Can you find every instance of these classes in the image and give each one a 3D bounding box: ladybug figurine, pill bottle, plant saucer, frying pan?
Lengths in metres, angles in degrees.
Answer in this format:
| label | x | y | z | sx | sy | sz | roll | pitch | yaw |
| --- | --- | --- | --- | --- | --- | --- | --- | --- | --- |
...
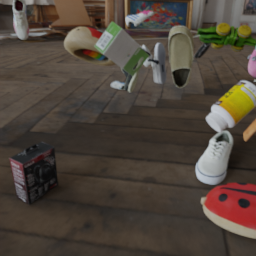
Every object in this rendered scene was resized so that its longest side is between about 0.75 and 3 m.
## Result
| label | x | y | z | sx | sy | sz | roll | pitch | yaw |
| --- | --- | --- | --- | --- | --- | --- | --- | --- | --- |
| ladybug figurine | 2.718 | 1.768 | 6.294 | 2.086 | 0.750 | 1.416 | 6 | 26 | 12 |
| pill bottle | 2.839 | -0.554 | 7.626 | 1.441 | 0.787 | 0.787 | -42 | 34 | -4 |
| plant saucer | 2.930 | -0.083 | 6.353 | 0.172 | 0.921 | 0.921 | 45 | 44 | 20 |
| frying pan | 3.456 | -3.685 | 12.422 | 0.262 | 1.608 | 0.973 | 45 | 56 | 12 |
| ladybug figurine | -1.165 | -2.849 | 9.831 | 1.545 | 0.819 | 2.276 | -2 | -12 | 41 |

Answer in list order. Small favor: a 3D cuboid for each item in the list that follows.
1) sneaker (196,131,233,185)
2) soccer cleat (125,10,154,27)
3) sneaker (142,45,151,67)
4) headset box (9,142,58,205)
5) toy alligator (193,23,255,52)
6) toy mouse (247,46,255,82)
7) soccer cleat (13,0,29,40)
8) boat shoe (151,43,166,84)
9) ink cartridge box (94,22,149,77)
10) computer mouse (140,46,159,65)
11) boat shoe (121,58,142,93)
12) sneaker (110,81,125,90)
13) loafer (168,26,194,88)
| label | x | y | z | sx | sy | sz | roll | pitch | yaw |
| --- | --- | --- | --- | --- | --- | --- | --- | --- | --- |
| sneaker | 2.572 | 0.778 | 8.319 | 0.870 | 0.843 | 2.381 | 11 | 27 | 22 |
| soccer cleat | 0.451 | -4.197 | 10.847 | 1.142 | 0.493 | 0.399 | -4 | 0 | 22 |
| sneaker | 0.768 | -3.328 | 13.052 | 0.570 | 0.987 | 0.364 | -32 | -15 | 29 |
| headset box | -2.356 | 1.072 | 7.089 | 0.521 | 1.348 | 1.003 | 16 | 30 | 29 |
| toy alligator | 3.449 | -3.574 | 10.675 | 2.938 | 0.974 | 0.706 | 9 | 65 | 4 |
| toy mouse | 3.940 | -1.970 | 8.238 | 0.460 | 2.111 | 2.375 | -18 | 1 | 5 |
| soccer cleat | -3.776 | -3.786 | 9.715 | 0.506 | 1.447 | 0.625 | 0 | 24 | -8 |
| boat shoe | 1.287 | -2.841 | 12.443 | 0.581 | 1.779 | 0.655 | 11 | 23 | 40 |
| ink cartridge box | -0.127 | -1.974 | 7.207 | 0.426 | 0.746 | 1.437 | 45 | 12 | 33 |
| computer mouse | 0.650 | -2.604 | 10.112 | 1.118 | 0.245 | 0.613 | 26 | 9 | -46 |
| boat shoe | 0.063 | -2.336 | 11.202 | 0.828 | 0.880 | 2.449 | 11 | 51 | 1 |
| sneaker | -0.473 | -2.312 | 15.559 | 1.086 | 0.407 | 0.470 | 5 | 31 | 11 |
| loafer | 1.685 | -2.125 | 8.746 | 0.787 | 2.080 | 0.710 | -4 | 42 | 15 |
